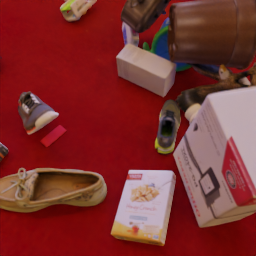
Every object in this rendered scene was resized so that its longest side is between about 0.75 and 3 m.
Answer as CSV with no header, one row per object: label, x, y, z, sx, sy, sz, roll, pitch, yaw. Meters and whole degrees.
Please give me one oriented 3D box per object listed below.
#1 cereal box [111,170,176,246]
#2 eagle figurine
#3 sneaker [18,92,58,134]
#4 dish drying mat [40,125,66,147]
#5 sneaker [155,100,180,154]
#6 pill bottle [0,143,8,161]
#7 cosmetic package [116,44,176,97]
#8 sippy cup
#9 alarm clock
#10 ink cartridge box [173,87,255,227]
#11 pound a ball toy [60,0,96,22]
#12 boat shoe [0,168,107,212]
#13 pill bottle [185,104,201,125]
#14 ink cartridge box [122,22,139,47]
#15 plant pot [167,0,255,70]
cereal box,0.415,1.895,6.971,1.282,0.352,1.781,-4,52,28
eagle figurine,2.797,-1.432,8.689,2.328,1.757,1.767,0,34,27
sneaker,-2.701,-0.495,7.758,0.915,0.972,2.374,-38,22,-21
dish drying mat,-2.272,0.246,8.534,0.305,0.072,0.795,36,62,20
sneaker,1.248,-0.159,8.388,0.687,0.753,1.859,8,57,5
pill bottle,-3.865,0.859,7.874,0.486,0.486,0.916,26,60,16
cosmetic package,0.593,-1.932,9.417,1.866,1.004,0.791,28,65,16
sippy cup,1.736,-3.160,9.967,2.218,1.742,1.625,13,45,-2
alarm clock,0.623,-4.039,9.017,0.995,2.016,2.989,41,26,2
ink cartridge box,2.186,0.845,6.277,1.217,2.920,2.121,-10,62,-12
pound a ball toy,-2.135,-5.237,11.926,1.156,0.753,1.773,9,53,37
boat shoe,-2.075,1.469,7.175,2.995,0.939,1.098,-4,57,-2
pill bottle,2.279,-0.121,8.416,0.665,0.665,1.168,-25,60,-16
ink cartridge box,0.061,-3.585,10.597,0.341,0.869,1.836,-1,56,-14
plant pot,2.272,-2.740,8.020,2.129,2.151,2.151,-1,56,1
